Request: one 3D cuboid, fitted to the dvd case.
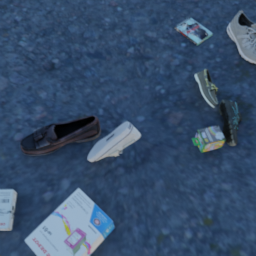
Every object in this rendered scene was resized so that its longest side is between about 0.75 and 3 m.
[{"bbox_3d":[2.995,-4.455,12.882,1.042,0.157,1.428,-36,66,-18],"label":"dvd case"}]

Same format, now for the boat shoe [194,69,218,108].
[{"bbox_3d":[3.097,-1.561,10.800,0.537,0.641,1.795,-34,47,27],"label":"boat shoe"}]

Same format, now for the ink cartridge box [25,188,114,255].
[{"bbox_3d":[-1.649,3.095,8.165,1.504,0.881,2.082,38,68,19],"label":"ink cartridge box"}]

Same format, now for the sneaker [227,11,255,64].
[{"bbox_3d":[5.208,-3.836,11.963,1.029,1.129,2.754,-23,63,-12],"label":"sneaker"}]

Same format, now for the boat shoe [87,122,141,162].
[{"bbox_3d":[-0.488,0.608,9.262,0.700,2.131,0.767,41,27,-21],"label":"boat shoe"}]

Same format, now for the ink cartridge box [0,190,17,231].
[{"bbox_3d":[-3.994,2.540,8.629,0.867,0.491,1.183,2,63,-7],"label":"ink cartridge box"}]

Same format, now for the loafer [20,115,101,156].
[{"bbox_3d":[-2.356,0.139,9.726,2.852,0.898,1.025,-15,59,-15],"label":"loafer"}]

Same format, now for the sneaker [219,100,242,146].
[{"bbox_3d":[3.813,-0.213,10.136,0.700,0.666,1.766,2,71,-11],"label":"sneaker"}]

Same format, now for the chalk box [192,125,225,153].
[{"bbox_3d":[2.690,0.409,9.612,0.996,0.617,0.620,-13,58,-6],"label":"chalk box"}]
